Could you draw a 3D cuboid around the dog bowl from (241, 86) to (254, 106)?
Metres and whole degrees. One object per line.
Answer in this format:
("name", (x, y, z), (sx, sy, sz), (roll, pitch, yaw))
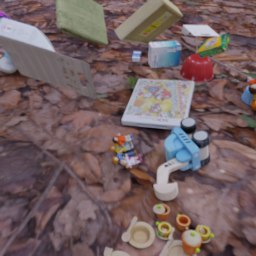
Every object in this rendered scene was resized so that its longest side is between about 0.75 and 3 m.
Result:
("dog bowl", (5.970, -1.334, 12.017), (2.021, 0.501, 1.127), (12, 41, 15))

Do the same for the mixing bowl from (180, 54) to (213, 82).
("mixing bowl", (3.438, -3.067, 13.837), (1.688, 0.914, 1.688), (-1, 39, 1))

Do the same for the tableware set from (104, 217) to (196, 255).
("tableware set", (0.503, 3.172, 6.646), (2.195, 0.255, 1.834), (20, 43, 22))

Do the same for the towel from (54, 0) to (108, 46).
("towel", (-1.963, -4.689, 11.962), (0.517, 2.104, 2.836), (-15, -9, 37))

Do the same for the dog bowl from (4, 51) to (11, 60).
("dog bowl", (-5.189, -3.736, 14.080), (1.507, 0.670, 2.704), (18, 15, -1))

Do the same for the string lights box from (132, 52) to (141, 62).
("string lights box", (0.460, -3.916, 15.400), (0.419, 0.240, 0.816), (4, 39, 5))

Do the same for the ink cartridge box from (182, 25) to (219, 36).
("ink cartridge box", (2.364, -3.104, 9.235), (0.901, 0.316, 1.109), (-3, 41, -9))

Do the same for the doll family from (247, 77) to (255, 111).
("doll family", (5.933, -1.056, 10.964), (2.889, 1.302, 1.793), (32, 65, 30))

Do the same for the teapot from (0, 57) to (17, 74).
("teapot", (-6.000, -3.068, 14.042), (0.927, 0.677, 0.914), (36, 64, -1))

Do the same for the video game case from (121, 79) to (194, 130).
("video game case", (1.252, -1.031, 11.258), (2.432, 0.306, 2.672), (6, 47, 18))

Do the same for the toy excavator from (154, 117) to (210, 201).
("toy excavator", (1.560, 1.008, 8.832), (2.306, 1.152, 2.243), (-23, 41, -8))

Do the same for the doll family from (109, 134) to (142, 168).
("doll family", (-0.164, 0.862, 9.365), (0.846, 0.614, 1.362), (-9, 57, -22))

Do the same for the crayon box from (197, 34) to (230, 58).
("crayon box", (3.276, -3.141, 10.783), (1.136, 0.331, 0.674), (-1, 53, 55))

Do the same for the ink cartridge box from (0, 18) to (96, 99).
("ink cartridge box", (-1.914, -1.682, 7.138), (2.338, 1.900, 0.667), (15, 72, 4))

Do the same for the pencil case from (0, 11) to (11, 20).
("pencil case", (-4.384, -3.115, 9.011), (0.894, 0.971, 2.101), (5, 2, -42))

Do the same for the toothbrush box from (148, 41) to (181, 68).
("toothbrush box", (1.874, -3.819, 14.562), (1.572, 1.151, 0.671), (-8, 40, -7))

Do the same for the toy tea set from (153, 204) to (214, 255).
("toy tea set", (1.290, 2.462, 7.110), (1.656, 0.613, 0.985), (21, 37, 29))

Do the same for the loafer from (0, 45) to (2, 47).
("loafer", (-3.698, -2.571, 7.716), (1.292, 0.452, 0.451), (23, 41, -16))

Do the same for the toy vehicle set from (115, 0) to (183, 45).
("toy vehicle set", (0.859, -3.814, 10.174), (0.391, 1.834, 2.952), (57, 25, 1))
